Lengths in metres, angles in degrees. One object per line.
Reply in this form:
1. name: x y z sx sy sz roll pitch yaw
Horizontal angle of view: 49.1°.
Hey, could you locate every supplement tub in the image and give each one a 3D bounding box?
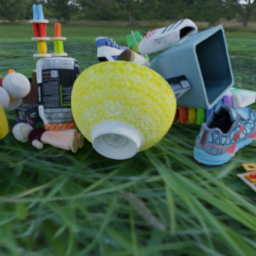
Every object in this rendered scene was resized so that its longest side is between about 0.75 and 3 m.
1. supplement tub: -2.043 -0.989 8.336 1.234 2.014 1.234 -2 4 0

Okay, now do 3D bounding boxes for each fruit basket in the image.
1. fruit basket: 0.508 -3.022 11.183 0.712 1.518 1.406 -31 2 4

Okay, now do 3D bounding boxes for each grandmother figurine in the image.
1. grandmother figurine: -2.438 0.234 8.386 2.162 0.655 1.311 9 11 14

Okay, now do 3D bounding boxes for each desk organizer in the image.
1. desk organizer: -3.748 -1.786 12.541 1.072 1.151 2.990 1 22 1

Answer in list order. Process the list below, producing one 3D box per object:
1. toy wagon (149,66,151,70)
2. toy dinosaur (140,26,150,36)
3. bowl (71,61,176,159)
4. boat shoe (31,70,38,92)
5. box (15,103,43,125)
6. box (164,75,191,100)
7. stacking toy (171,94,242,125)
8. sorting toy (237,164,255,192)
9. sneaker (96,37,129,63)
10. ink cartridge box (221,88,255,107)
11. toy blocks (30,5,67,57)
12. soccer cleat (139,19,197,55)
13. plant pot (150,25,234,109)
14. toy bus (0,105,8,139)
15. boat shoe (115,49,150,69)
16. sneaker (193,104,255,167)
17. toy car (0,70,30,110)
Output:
1. toy wagon: 0.207 -1.402 9.854 1.793 2.311 0.457 29 -29 -29
2. toy dinosaur: 0.666 -3.362 9.970 0.414 0.223 0.940 34 32 -12
3. bowl: -0.209 -0.123 7.222 2.844 2.844 1.530 3 51 8
4. boat shoe: -2.325 -1.408 10.325 2.849 1.039 0.896 26 41 20
5. box: -3.497 -0.491 10.134 0.512 0.590 0.965 19 30 37
6. box: 0.435 -0.728 8.347 2.579 0.486 1.762 -19 -13 -38
7. stacking toy: 2.453 -0.549 9.804 2.739 1.169 1.169 -1 22 12
8. sorting toy: 3.198 1.201 6.489 0.982 0.238 1.745 -6 23 -13
9. sneaker: -0.558 -3.019 12.609 2.311 1.335 0.934 12 -7 -40
10. ink cartridge box: 4.253 -1.292 12.225 2.181 0.546 1.755 -18 28 -40
11. toy blocks: -2.232 -2.706 7.892 0.484 1.333 1.111 12 22 31
12. soccer cleat: 1.243 -2.830 8.821 1.921 0.659 0.818 -25 36 -2
13. plant pot: 2.021 -1.965 9.607 2.152 2.112 2.107 1 30 44
14. toy bus: -5.034 0.160 7.495 2.609 1.770 2.505 1 38 9
15. boat shoe: -0.452 -1.131 8.766 0.923 2.842 1.025 19 36 -37
16. sneaker: 2.874 -0.089 7.749 1.109 1.336 2.798 20 40 37
17. toy car: -4.389 -1.215 9.211 1.786 1.530 2.041 -28 14 50
